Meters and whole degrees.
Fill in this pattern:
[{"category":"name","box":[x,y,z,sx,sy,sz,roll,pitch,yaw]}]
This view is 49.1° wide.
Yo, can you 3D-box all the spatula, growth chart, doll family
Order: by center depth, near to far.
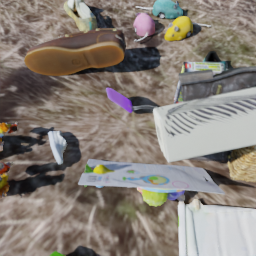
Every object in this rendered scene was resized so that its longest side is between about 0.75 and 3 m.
[{"category":"growth chart","box":[2.192,2.355,5.579,2.537,0.225,1.836,8,55,6]},{"category":"doll family","box":[-3.105,1.271,5.860,1.600,0.993,0.721,-23,77,-12]},{"category":"doll family","box":[-2.997,0.174,6.615,0.548,0.398,0.883,14,71,58]},{"category":"spatula","box":[0.610,-0.465,7.157,2.639,0.746,0.271,18,70,12]}]

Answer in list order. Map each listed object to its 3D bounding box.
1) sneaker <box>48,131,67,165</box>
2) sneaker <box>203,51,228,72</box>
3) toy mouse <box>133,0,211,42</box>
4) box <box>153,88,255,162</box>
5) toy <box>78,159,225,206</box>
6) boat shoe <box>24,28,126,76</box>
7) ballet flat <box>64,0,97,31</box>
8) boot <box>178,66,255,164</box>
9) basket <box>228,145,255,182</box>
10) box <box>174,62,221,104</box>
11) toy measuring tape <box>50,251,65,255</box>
[{"category":"sneaker","box":[-1.686,0.426,6.854,0.371,0.383,1.049,-17,50,-13]},{"category":"sneaker","box":[2.574,-1.453,8.048,0.651,0.729,1.824,-10,54,-7]},{"category":"toy mouse","box":[1.076,-4.017,10.029,2.911,0.563,2.587,-28,59,-19]},{"category":"box","box":[1.790,-0.139,5.108,2.509,0.858,1.031,-13,13,0]},{"category":"toy","box":[0.409,1.211,5.949,2.731,0.645,1.572,8,10,-2]},{"category":"boat shoe","box":[-1.546,-2.303,8.366,2.996,1.055,1.054,-4,55,6]},{"category":"ballet flat","box":[-1.721,-4.218,10.060,0.817,0.817,2.313,-21,56,-15]},{"category":"boot","box":[2.152,-0.251,6.191,2.400,2.090,0.831,-3,9,8]},{"category":"basket","box":[3.439,0.328,6.245,2.077,1.548,1.483,7,54,6]},{"category":"box","box":[1.726,-1.056,7.201,0.883,1.605,0.279,3,63,2]},{"category":"toy measuring tape","box":[-1.618,2.747,4.666,0.683,0.683,1.858,27,17,19]}]
